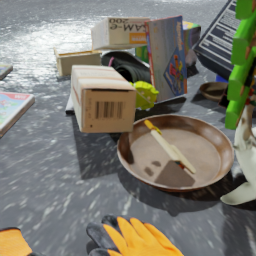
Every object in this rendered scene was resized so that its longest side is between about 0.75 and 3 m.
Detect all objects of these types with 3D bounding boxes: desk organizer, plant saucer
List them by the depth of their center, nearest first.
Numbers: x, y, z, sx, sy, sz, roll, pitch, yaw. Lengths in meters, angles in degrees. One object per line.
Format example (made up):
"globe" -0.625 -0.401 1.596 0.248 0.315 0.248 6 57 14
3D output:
"plant saucer" 1.060 0.563 6.512 2.614 0.450 2.614 -1 37 1
"desk organizer" 3.021 -1.025 7.969 0.407 1.058 0.379 6 24 -33
"plant saucer" 3.129 -1.215 9.507 1.407 0.207 1.407 1 33 0

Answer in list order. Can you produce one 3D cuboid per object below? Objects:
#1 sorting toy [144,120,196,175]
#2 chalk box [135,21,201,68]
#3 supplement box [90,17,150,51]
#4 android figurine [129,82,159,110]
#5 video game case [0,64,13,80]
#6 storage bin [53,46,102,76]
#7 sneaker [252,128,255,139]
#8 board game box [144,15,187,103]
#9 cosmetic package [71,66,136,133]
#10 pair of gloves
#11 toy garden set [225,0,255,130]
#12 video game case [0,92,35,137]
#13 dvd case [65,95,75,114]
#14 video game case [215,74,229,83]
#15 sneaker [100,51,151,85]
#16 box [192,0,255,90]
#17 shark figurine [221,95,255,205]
"sorting toy" 0.830 0.410 5.976 0.179 0.996 1.337 -45 49 9
"chalk box" 1.354 -3.217 11.226 2.725 1.695 1.687 -25 41 -35
"supplement box" -0.340 -3.294 9.975 1.508 0.880 2.393 -7 13 -20
"android figurine" 0.303 -0.942 8.258 1.276 1.161 0.262 -15 51 39
"video game case" -5.931 -1.991 10.672 2.287 0.252 2.082 3 33 6
"storage bin" -2.086 -2.901 11.549 1.735 0.813 1.722 -11 35 -16
"sneaker" 3.708 0.071 7.107 1.636 0.697 0.630 3 33 5
"board game box" 1.219 -2.114 8.710 1.261 2.449 0.238 -18 24 -22
"cosmetic package" -0.765 -0.860 7.403 1.307 1.103 2.528 -2 23 -17
"pair of gloves" -0.464 1.919 3.578 2.989 0.370 2.663 1 16 -33
"toy garden set" 2.396 -1.636 4.984 0.545 2.732 2.277 16 54 27
"video game case" -4.275 -0.309 8.095 2.055 0.251 2.874 5 33 8
"dvd case" -1.343 -0.872 9.017 1.124 0.185 1.495 -1 33 -1
"video game case" 4.479 -1.870 10.310 1.945 0.442 1.763 22 38 30
"sneaker" -0.307 -2.056 9.805 2.969 1.050 1.472 34 29 35
"box" 3.957 -2.697 8.899 2.607 2.586 1.606 41 8 27
"shark figurine" 2.823 0.554 5.815 1.285 1.839 3.078 28 44 -35
